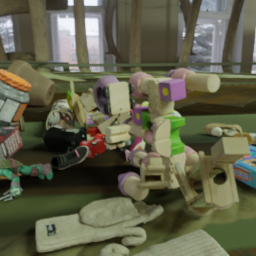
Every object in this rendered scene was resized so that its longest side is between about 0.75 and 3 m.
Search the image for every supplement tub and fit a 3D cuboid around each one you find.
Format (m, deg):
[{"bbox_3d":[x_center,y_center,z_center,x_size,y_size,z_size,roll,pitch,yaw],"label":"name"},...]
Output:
[{"bbox_3d":[-4.216,-0.658,9.222,1.390,2.268,1.390,30,6,-3],"label":"supplement tub"}]

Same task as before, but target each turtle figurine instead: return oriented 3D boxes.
[{"bbox_3d":[-2.612,1.083,6.280,1.607,0.809,1.203,-5,15,-39],"label":"turtle figurine"}]

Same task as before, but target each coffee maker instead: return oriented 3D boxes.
[{"bbox_3d":[-2.040,0.398,8.724,1.158,0.780,1.113,5,17,22],"label":"coffee maker"}]

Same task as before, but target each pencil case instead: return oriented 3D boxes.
[{"bbox_3d":[-2.639,-0.486,11.254,1.011,1.162,2.598,34,7,-16],"label":"pencil case"}]

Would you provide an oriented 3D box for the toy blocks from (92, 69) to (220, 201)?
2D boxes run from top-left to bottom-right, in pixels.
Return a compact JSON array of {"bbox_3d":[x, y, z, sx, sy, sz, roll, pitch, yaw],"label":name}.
[{"bbox_3d":[0.324,-0.038,6.648,2.841,2.655,2.392,-12,18,-28],"label":"toy blocks"}]

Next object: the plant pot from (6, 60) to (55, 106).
[{"bbox_3d":[-5.600,-2.295,16.217,2.298,2.636,2.636,20,16,1],"label":"plant pot"}]

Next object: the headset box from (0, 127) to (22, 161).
[{"bbox_3d":[-3.833,0.538,7.649,1.281,0.646,1.723,-2,24,7],"label":"headset box"}]

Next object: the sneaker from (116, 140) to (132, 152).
[{"bbox_3d":[-0.071,0.515,9.150,0.530,0.345,0.918,-4,15,-24],"label":"sneaker"}]

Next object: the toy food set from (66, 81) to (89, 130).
[{"bbox_3d":[-1.956,-0.697,10.527,0.390,1.942,1.341,-13,56,3],"label":"toy food set"}]

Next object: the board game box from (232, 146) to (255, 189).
[{"bbox_3d":[3.340,1.006,7.087,1.464,0.433,1.925,-7,17,-25],"label":"board game box"}]

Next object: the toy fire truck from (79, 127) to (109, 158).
[{"bbox_3d":[-1.148,0.433,9.188,1.269,0.439,1.800,5,19,30],"label":"toy fire truck"}]

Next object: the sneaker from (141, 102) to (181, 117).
[{"bbox_3d":[1.350,-0.433,12.395,1.887,0.714,0.991,18,55,8],"label":"sneaker"}]

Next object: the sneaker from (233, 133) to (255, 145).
[{"bbox_3d":[4.141,0.382,9.652,1.129,0.427,0.495,7,5,-2],"label":"sneaker"}]

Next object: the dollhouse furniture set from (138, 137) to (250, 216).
[{"bbox_3d":[0.955,0.881,4.559,1.464,0.920,1.656,0,-23,-3],"label":"dollhouse furniture set"}]

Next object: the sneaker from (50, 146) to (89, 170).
[{"bbox_3d":[-1.526,0.780,7.228,1.054,0.373,0.523,-29,-13,10],"label":"sneaker"}]

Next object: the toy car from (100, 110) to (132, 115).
[{"bbox_3d":[-0.784,-0.936,13.950,1.742,0.388,1.639,8,7,29],"label":"toy car"}]

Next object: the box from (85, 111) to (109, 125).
[{"bbox_3d":[-1.609,-0.479,12.902,1.025,0.293,1.498,-7,16,-23],"label":"box"}]

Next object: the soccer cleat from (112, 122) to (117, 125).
[{"bbox_3d":[-0.510,-0.490,12.226,0.434,0.387,1.118,6,31,21],"label":"soccer cleat"}]

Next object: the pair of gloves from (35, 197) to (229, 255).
[{"bbox_3d":[-0.130,1.795,4.148,2.223,0.458,2.615,-13,14,-24],"label":"pair of gloves"}]

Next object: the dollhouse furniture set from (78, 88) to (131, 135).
[{"bbox_3d":[-0.995,-0.834,10.389,1.166,1.854,2.097,-34,24,-7],"label":"dollhouse furniture set"}]

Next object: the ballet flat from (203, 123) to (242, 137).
[{"bbox_3d":[3.547,0.105,10.466,1.414,0.498,0.461,-2,29,5],"label":"ballet flat"}]

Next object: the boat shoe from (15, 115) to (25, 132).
[{"bbox_3d":[-4.917,-0.542,10.899,0.979,1.036,2.881,-15,34,-35],"label":"boat shoe"}]

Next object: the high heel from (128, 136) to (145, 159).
[{"bbox_3d":[0.244,0.380,8.480,0.614,0.431,1.279,22,65,36],"label":"high heel"}]
